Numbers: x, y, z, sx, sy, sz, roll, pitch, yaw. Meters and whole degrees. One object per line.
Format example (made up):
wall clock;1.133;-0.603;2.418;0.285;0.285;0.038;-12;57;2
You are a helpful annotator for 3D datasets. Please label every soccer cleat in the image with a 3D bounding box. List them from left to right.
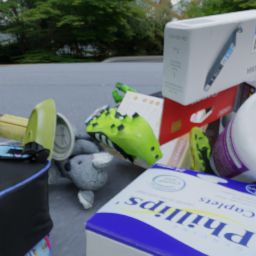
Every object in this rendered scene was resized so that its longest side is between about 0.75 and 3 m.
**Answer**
soccer cleat;-0.216;0.207;6.537;0.967;1.160;2.863;-37;20;-15
soccer cleat;1.621;0.790;6.467;0.526;1.627;0.680;-22;9;-32

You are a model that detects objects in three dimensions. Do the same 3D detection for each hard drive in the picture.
hard drive;0.169;-0.396;9.953;2.873;0.608;1.938;-17;28;16

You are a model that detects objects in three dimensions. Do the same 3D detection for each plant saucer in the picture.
plant saucer;-2.148;0.393;6.452;0.345;2.222;2.222;11;11;-27
plant saucer;-1.504;0.179;6.174;1.064;1.064;0.267;12;14;33

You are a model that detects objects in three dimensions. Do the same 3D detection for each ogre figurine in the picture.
ogre figurine;-0.119;-0.752;9.112;0.888;1.481;0.727;4;-26;27

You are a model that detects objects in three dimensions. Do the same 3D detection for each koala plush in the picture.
koala plush;-0.972;0.904;6.408;1.515;1.462;1.649;24;2;-32

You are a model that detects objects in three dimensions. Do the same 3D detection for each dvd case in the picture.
dvd case;-1.159;-0.516;10.580;0.717;0.108;0.982;-17;24;42

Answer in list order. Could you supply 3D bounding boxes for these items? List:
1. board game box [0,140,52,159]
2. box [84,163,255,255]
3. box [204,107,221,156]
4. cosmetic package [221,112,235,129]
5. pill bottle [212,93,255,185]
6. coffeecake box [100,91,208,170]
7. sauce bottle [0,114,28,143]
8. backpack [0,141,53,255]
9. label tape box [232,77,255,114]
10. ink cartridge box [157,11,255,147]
board game box;-3.072;0.664;8.910;1.766;0.323;1.336;14;22;39
box;0.904;1.653;4.173;2.157;1.230;2.345;9;19;28
box;2.252;-0.237;9.256;1.491;1.816;1.507;6;19;15
cosmetic package;3.603;-0.009;8.128;1.080;1.370;2.545;-4;36;3
pill bottle;2.557;0.460;5.469;1.583;1.583;2.820;2;-18;5
coffeecake box;0.700;0.170;7.556;2.322;1.782;0.848;17;-19;29
sauce bottle;-2.952;0.157;8.633;2.363;0.765;0.765;14;19;6
backpack;-2.946;1.294;4.009;2.998;2.017;2.737;8;19;20
label tape box;3.082;-0.802;7.277;0.442;1.007;1.397;-17;38;-16
ink cartridge box;1.887;-0.992;5.900;2.897;2.553;0.648;-22;36;-34
